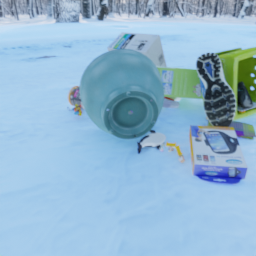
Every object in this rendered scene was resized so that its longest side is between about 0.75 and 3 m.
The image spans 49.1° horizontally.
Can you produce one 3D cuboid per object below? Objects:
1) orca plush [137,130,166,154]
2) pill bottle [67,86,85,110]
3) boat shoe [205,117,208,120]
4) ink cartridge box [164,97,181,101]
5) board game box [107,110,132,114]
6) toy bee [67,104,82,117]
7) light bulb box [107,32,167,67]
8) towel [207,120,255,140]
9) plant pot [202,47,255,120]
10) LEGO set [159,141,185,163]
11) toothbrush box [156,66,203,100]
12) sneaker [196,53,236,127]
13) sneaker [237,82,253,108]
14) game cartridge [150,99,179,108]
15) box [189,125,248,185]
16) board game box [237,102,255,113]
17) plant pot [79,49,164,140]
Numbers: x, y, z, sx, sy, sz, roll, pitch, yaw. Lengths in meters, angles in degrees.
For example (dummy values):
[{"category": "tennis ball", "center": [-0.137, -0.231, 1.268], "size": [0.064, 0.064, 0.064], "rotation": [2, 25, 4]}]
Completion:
[{"category": "orca plush", "center": [0.676, 0.522, 9.112], "size": [0.682, 0.461, 1.297], "rotation": [52, 47, 1]}, {"category": "pill bottle", "center": [-1.716, -1.209, 11.856], "size": [1.581, 0.920, 0.920], "rotation": [16, 30, 27]}, {"category": "boat shoe", "center": [3.467, -0.431, 11.030], "size": [0.804, 0.261, 0.290], "rotation": [2, 26, 8]}, {"category": "ink cartridge box", "center": [1.959, -1.421, 12.988], "size": [0.809, 0.203, 0.651], "rotation": [-9, 28, -44]}, {"category": "board game box", "center": [-0.147, -0.652, 11.337], "size": [1.127, 0.303, 1.878], "rotation": [6, 22, 27]}, {"category": "toy bee", "center": [-1.946, -0.694, 10.874], "size": [0.448, 0.540, 0.825], "rotation": [-31, 0, 9]}, {"category": "light bulb box", "center": [0.528, -3.544, 14.640], "size": [2.370, 2.349, 1.479], "rotation": [17, 58, 31]}, {"category": "towel", "center": [3.695, 0.019, 10.199], "size": [1.682, 0.192, 1.208], "rotation": [8, 26, 15]}, {"category": "plant pot", "center": [4.567, -2.089, 11.839], "size": [2.567, 2.554, 2.329], "rotation": [-17, 24, -21]}, {"category": "LEGO set", "center": [1.470, 0.734, 8.668], "size": [0.995, 0.370, 0.458], "rotation": [31, 80, 40]}, {"category": "toothbrush box", "center": [1.549, -2.003, 12.047], "size": [2.878, 1.239, 2.095], "rotation": [2, 12, -7]}, {"category": "sneaker", "center": [3.218, -1.274, 10.167], "size": [1.103, 2.809, 1.252], "rotation": [-12, -16, 19]}, {"category": "sneaker", "center": [4.533, -1.226, 11.479], "size": [0.854, 0.812, 2.154], "rotation": [-24, 14, 22]}, {"category": "game cartridge", "center": [1.084, -1.131, 11.931], "size": [1.926, 0.390, 1.284], "rotation": [13, 5, 27]}, {"category": "box", "center": [2.579, 0.716, 8.281], "size": [1.413, 0.492, 2.374], "rotation": [3, 30, 7]}, {"category": "board game box", "center": [4.658, -0.887, 11.503], "size": [1.095, 0.142, 1.095], "rotation": [-16, 22, -22]}, {"category": "plant pot", "center": [-0.074, -0.849, 9.091], "size": [2.909, 2.909, 1.949], "rotation": [-5, 33, -10]}]
